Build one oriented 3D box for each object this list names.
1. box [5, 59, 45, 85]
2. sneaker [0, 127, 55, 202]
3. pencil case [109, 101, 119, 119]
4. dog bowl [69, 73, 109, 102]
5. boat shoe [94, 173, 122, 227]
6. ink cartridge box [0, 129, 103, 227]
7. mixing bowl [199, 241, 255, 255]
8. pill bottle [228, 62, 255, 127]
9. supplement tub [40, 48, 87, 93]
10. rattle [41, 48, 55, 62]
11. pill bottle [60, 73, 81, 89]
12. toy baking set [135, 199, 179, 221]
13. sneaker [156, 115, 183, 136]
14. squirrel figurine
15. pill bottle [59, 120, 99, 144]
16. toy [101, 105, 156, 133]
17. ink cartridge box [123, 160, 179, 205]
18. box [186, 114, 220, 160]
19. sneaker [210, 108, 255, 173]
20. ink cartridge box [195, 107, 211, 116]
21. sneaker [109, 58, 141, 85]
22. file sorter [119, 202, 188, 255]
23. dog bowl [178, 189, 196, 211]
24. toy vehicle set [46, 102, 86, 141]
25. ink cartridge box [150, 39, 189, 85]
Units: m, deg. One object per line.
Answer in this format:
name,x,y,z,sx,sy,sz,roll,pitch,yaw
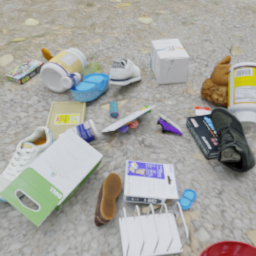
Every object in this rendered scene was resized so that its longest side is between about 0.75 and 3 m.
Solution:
box,-5.368,-2.981,14.746,1.031,0.325,1.873,17,44,18
sneaker,-3.542,1.158,9.491,1.113,1.175,2.909,15,45,14
pencil case,-0.616,-0.809,12.284,0.409,0.377,0.885,0,41,-7
dog bowl,-1.758,-1.903,13.101,1.300,0.578,2.333,11,33,22
boat shoe,-0.683,2.191,8.716,0.641,0.640,1.821,33,35,-11
ink cartridge box,-2.274,1.542,8.712,1.500,0.857,2.888,37,57,7
mixing bowl,2.403,3.937,6.162,2.411,1.306,2.411,7,39,-6
pill bottle,4.695,-1.304,11.237,1.298,1.298,2.376,4,79,5
supplement tub,-3.092,-2.861,13.703,1.525,1.525,2.097,15,44,16
rattle,-3.610,-3.992,15.124,2.022,1.445,1.317,-34,27,-22
pill bottle,-2.528,-2.137,12.492,0.542,0.542,0.976,15,29,16
toy baking set,0.810,2.893,8.295,1.419,0.215,1.849,7,47,-1
sneaker,1.645,0.024,11.342,1.165,0.579,0.405,38,12,3
squirrel figurine,4.648,-1.698,12.659,2.419,1.712,2.258,-38,63,-17
pill bottle,-1.818,0.292,10.381,1.348,0.780,0.780,-23,45,-4
toy,0.097,-0.222,11.327,2.162,0.510,1.245,-34,12,-26
ink cartridge box,0.718,1.765,9.172,1.682,0.365,1.667,5,32,-1
box,3.421,0.262,11.004,1.637,0.474,2.060,-9,43,-10
sneaker,3.426,0.402,9.512,1.392,0.929,2.429,-7,72,-54
ink cartridge box,3.298,-0.734,12.342,0.672,0.236,0.827,5,46,6
sneaker,-0.051,-2.836,13.608,1.067,1.124,2.792,4,20,18
file sorter,0.643,2.733,7.592,1.634,1.017,1.134,-3,47,-9
dog bowl,1.872,2.308,8.938,0.437,0.194,0.784,25,47,25
toy vehicle set,-2.592,-0.271,11.720,1.488,0.317,2.394,-1,42,-2
ink cartridge box,2.055,-3.397,14.323,1.473,1.499,2.036,-6,43,-6
